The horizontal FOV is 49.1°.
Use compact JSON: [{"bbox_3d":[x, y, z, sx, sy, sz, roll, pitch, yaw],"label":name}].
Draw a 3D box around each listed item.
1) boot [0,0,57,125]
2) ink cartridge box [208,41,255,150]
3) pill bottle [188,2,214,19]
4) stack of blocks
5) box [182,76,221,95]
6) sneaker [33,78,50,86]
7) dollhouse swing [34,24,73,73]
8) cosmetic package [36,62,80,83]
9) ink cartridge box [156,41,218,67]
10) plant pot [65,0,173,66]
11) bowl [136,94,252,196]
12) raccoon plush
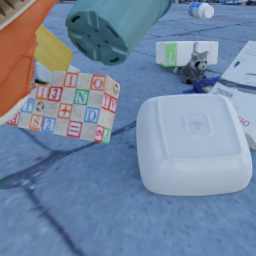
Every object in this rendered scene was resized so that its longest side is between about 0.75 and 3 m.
[{"bbox_3d":[-1.548,-1.050,3.618,0.915,1.307,2.438,39,89,28],"label":"boot"},{"bbox_3d":[3.388,-0.918,7.550,2.456,1.034,1.776,-52,45,0],"label":"ink cartridge box"},{"bbox_3d":[2.364,-3.791,9.057,0.480,0.480,0.855,-13,32,-22],"label":"pill bottle"},{"bbox_3d":[-1.209,-0.422,5.140,1.930,1.111,0.565,8,-5,23],"label":"stack of blocks"},{"bbox_3d":[3.597,-1.427,10.325,2.833,0.459,1.716,-10,30,-5],"label":"box"},{"bbox_3d":[-3.353,-1.600,10.357,1.748,0.775,0.672,12,58,22],"label":"sneaker"},{"bbox_3d":[-2.547,-3.442,8.756,2.349,2.428,2.672,-50,48,3],"label":"dollhouse swing"},{"bbox_3d":[-2.943,-2.263,11.773,1.074,0.782,2.113,-19,36,-30],"label":"cosmetic package"},{"bbox_3d":[2.796,-3.639,13.625,2.558,1.074,1.861,-3,19,-6],"label":"ink cartridge box"},{"bbox_3d":[-0.385,-3.661,8.840,2.833,2.833,2.775,15,64,26],"label":"plant pot"},{"bbox_3d":[1.455,0.183,6.224,2.466,0.921,2.463,-1,56,-3],"label":"bowl"},{"bbox_3d":[2.565,-2.736,11.954,1.004,1.391,2.076,-19,34,-30],"label":"raccoon plush"}]
